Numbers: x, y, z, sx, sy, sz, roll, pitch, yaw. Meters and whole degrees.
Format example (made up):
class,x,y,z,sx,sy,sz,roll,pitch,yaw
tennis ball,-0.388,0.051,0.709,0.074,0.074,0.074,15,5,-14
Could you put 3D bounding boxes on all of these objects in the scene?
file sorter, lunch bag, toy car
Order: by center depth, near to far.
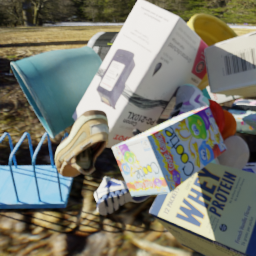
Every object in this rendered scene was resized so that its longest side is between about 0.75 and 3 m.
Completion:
class,x,y,z,sx,sy,sz,roll,pitch,yaw
file sorter,-2.834,1.056,7.603,2.437,1.495,1.691,0,27,-1
toy car,2.037,0.254,8.348,2.844,2.132,2.489,-20,33,-25
lunch bag,4.676,-0.297,11.276,1.542,0.594,1.237,11,29,21

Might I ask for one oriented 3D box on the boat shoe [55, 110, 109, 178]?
class,x,y,z,sx,sy,sz,roll,pitch,yaw
boat shoe,-0.910,0.557,5.356,0.738,2.060,0.784,-2,56,-28

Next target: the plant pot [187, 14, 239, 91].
class,x,y,z,sx,sy,sz,roll,pitch,yaw
plant pot,2.234,-2.075,8.689,2.041,1.920,2.041,13,56,-21

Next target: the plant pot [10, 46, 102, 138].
class,x,y,z,sx,sy,sz,roll,pitch,yaw
plant pot,-1.622,-1.111,7.389,1.986,2.114,2.114,-30,36,-18

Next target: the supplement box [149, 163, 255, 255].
class,x,y,z,sx,sy,sz,roll,pitch,yaw
supplement box,0.934,0.896,2.766,1.005,1.004,0.675,11,60,40

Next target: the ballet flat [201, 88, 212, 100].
class,x,y,z,sx,sy,sz,roll,pitch,yaw
ballet flat,2.972,-1.496,12.509,2.917,1.047,1.047,15,13,-40

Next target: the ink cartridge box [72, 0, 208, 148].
class,x,y,z,sx,sy,sz,roll,pitch,yaw
ink cartridge box,0.403,-0.933,6.327,1.214,2.879,2.084,42,17,33

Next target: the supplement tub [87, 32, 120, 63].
class,x,y,z,sx,sy,sz,roll,pitch,yaw
supplement tub,0.105,-2.062,8.582,1.709,1.709,2.790,-24,30,-39

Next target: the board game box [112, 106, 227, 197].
class,x,y,z,sx,sy,sz,roll,pitch,yaw
board game box,0.361,0.172,2.309,0.832,0.428,0.436,-24,2,-42

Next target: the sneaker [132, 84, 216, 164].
class,x,y,z,sx,sy,sz,roll,pitch,yaw
sneaker,0.794,0.038,5.355,1.557,0.865,2.226,7,62,-22

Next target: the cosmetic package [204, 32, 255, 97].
class,x,y,z,sx,sy,sz,roll,pitch,yaw
cosmetic package,2.958,-1.318,6.322,1.422,1.004,2.746,-9,-3,40

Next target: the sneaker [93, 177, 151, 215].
class,x,y,z,sx,sy,sz,roll,pitch,yaw
sneaker,-0.230,1.601,7.451,1.605,0.648,0.927,-14,32,-23

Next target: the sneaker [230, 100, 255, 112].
class,x,y,z,sx,sy,sz,roll,pitch,yaw
sneaker,5.770,-0.772,11.849,2.653,0.931,1.088,14,32,22

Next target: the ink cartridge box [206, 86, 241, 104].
class,x,y,z,sx,sy,sz,roll,pitch,yaw
ink cartridge box,3.915,-1.997,10.025,0.985,1.739,2.372,-32,9,-36

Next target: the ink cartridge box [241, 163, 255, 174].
class,x,y,z,sx,sy,sz,roll,pitch,yaw
ink cartridge box,3.757,1.527,8.018,0.727,0.285,1.535,-2,29,-4
